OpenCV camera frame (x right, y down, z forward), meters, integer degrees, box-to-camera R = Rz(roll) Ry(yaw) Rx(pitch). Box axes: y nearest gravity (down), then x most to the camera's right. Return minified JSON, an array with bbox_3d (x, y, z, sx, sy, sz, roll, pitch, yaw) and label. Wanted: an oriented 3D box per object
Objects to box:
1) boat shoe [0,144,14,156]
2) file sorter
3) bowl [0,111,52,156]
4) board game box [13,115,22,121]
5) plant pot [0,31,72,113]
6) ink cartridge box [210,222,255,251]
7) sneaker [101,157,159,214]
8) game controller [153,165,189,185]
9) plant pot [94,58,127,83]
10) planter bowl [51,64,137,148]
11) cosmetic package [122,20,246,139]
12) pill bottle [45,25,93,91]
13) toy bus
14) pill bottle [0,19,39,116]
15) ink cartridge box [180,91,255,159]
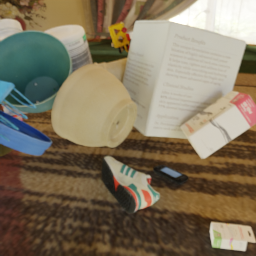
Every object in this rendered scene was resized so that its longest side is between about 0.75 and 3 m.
[{"bbox_3d":[-5.279,0.662,10.000,2.440,0.872,0.802,-18,34,-26],"label":"boat shoe"},{"bbox_3d":[-2.656,-0.232,5.740,0.870,0.769,1.254,16,66,45],"label":"file sorter"},{"bbox_3d":[-3.126,0.017,7.241,2.311,0.454,2.311,29,-3,2],"label":"bowl"},{"bbox_3d":[-4.898,-0.051,11.743,0.203,0.771,1.007,16,27,32],"label":"board game box"},{"bbox_3d":[-2.483,-1.261,7.505,2.139,2.139,1.441,-1,-20,-2],"label":"plant pot"},{"bbox_3d":[2.399,2.519,6.480,0.909,0.306,0.532,4,24,8],"label":"ink cartridge box"},{"bbox_3d":[0.022,1.556,8.195,1.074,0.809,2.297,-5,26,-28],"label":"sneaker"},{"bbox_3d":[1.357,1.464,8.958,1.138,0.240,0.594,23,33,40],"label":"game controller"},{"bbox_3d":[-0.017,-1.611,9.418,1.694,1.850,1.850,-21,23,7],"label":"plant pot"},{"bbox_3d":[-0.566,-0.315,6.092,1.210,1.798,1.798,29,34,22],"label":"planter bowl"},{"bbox_3d":[1.306,-1.320,7.819,2.295,2.743,2.281,6,16,-23],"label":"cosmetic package"},{"bbox_3d":[-1.911,-1.825,9.430,1.588,2.808,1.588,-8,36,6],"label":"pill bottle"},{"bbox_3d":[-0.282,-3.061,9.871,0.653,1.192,1.263,-19,69,1],"label":"toy bus"},{"bbox_3d":[-3.583,-1.899,8.943,1.499,2.756,1.499,-18,0,0],"label":"pill bottle"},{"bbox_3d":[2.049,-0.104,6.375,1.541,0.638,1.129,-36,9,8],"label":"ink cartridge box"}]
